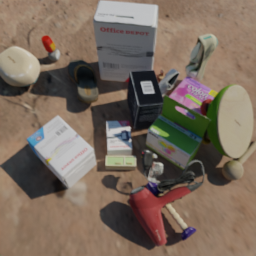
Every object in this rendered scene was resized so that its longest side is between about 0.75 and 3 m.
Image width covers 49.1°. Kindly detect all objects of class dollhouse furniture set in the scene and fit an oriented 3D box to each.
[{"bbox_3d":[1.136,-1.526,10.619,1.272,0.621,1.085,-37,65,-20],"label":"dollhouse furniture set"}]

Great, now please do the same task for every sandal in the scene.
[{"bbox_3d":[-1.730,-1.942,10.708,1.039,0.694,2.543,-9,48,-10],"label":"sandal"}]

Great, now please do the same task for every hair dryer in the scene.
[{"bbox_3d":[1.037,2.037,7.933,1.999,0.713,2.625,15,88,3],"label":"hair dryer"}]

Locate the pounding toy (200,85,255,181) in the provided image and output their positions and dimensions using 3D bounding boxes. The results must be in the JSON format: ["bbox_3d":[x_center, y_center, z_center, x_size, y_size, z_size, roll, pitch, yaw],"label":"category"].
[{"bbox_3d":[2.982,0.044,8.985,1.327,2.860,2.208,3,41,47],"label":"pounding toy"}]

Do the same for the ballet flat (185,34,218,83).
[{"bbox_3d":[2.447,-2.356,10.126,0.783,2.253,0.783,6,49,-6],"label":"ballet flat"}]

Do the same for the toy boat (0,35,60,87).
[{"bbox_3d":[-3.838,-2.572,11.084,2.466,1.146,2.073,-39,62,-12],"label":"toy boat"}]

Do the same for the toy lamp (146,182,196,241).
[{"bbox_3d":[1.212,2.369,8.310,0.559,0.559,1.919,-29,62,-16],"label":"toy lamp"}]

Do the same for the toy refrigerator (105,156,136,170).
[{"bbox_3d":[-0.242,1.136,9.185,0.992,0.347,0.377,1,59,0],"label":"toy refrigerator"}]

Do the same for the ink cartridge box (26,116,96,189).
[{"bbox_3d":[-2.047,0.782,8.846,1.696,1.238,1.244,41,67,19],"label":"ink cartridge box"}]

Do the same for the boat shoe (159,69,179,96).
[{"bbox_3d":[1.450,-1.572,10.271,1.215,0.437,0.399,-53,39,9],"label":"boat shoe"}]

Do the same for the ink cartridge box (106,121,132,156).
[{"bbox_3d":[-0.321,0.358,9.547,0.820,0.478,1.133,-2,60,-5],"label":"ink cartridge box"}]

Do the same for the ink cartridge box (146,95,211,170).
[{"bbox_3d":[1.446,0.190,8.695,1.585,2.145,0.812,33,65,18],"label":"ink cartridge box"}]

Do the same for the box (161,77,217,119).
[{"bbox_3d":[2.238,-0.845,10.121,1.390,0.764,1.581,34,64,18],"label":"box"}]

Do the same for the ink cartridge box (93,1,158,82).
[{"bbox_3d":[-0.047,-3.014,10.201,2.065,2.844,1.186,6,59,4],"label":"ink cartridge box"}]

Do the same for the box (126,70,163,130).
[{"bbox_3d":[0.543,-0.960,9.750,0.923,1.463,1.488,-6,60,-11],"label":"box"}]
